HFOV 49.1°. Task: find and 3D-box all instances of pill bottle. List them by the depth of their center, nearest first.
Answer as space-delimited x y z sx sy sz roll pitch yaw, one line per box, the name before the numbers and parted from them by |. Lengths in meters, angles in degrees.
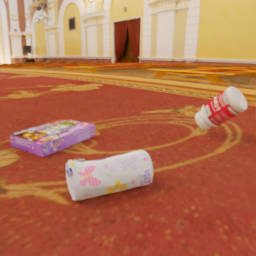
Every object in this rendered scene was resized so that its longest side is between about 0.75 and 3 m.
pill bottle | 3.942 -0.765 12.105 1.146 1.146 2.041 -21 -13 -48

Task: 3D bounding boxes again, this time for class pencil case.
pencil case | -0.533 1.315 8.077 2.502 1.040 1.135 -6 44 -21

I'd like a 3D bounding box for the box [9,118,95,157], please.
box | -3.155 0.299 11.977 2.028 0.579 2.963 12 22 33
